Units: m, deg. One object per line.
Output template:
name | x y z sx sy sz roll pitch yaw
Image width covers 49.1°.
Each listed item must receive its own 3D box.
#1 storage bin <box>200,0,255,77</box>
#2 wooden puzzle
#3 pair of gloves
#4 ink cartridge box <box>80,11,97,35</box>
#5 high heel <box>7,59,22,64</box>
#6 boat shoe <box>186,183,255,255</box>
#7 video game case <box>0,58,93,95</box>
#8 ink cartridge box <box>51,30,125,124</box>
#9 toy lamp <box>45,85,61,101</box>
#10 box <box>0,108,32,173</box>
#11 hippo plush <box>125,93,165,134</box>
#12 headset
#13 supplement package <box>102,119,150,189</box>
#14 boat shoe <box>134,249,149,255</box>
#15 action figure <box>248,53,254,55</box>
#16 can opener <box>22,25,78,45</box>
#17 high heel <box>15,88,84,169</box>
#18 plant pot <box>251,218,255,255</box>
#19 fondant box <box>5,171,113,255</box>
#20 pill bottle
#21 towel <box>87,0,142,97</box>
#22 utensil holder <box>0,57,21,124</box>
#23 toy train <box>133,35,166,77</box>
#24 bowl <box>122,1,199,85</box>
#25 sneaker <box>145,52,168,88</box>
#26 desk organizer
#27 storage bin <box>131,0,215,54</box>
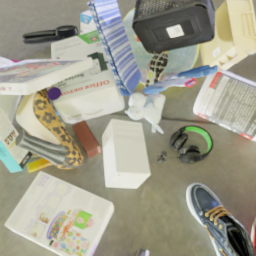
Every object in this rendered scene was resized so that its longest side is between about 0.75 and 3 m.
storage bin | 3.375 -2.981 9.611 0.930 1.985 1.970 -2 79 -14
wooden puzzle | -2.665 0.363 8.913 1.363 0.236 2.020 -11 56 -8
pair of gloves | 1.581 -1.447 8.378 2.225 0.253 1.789 -30 21 -36
ink cartridge box | -1.263 -3.632 10.817 1.046 1.429 0.614 22 43 15
high heel | -4.717 -2.530 10.603 1.758 0.592 0.843 29 67 14
boat shoe | 2.323 2.314 7.082 0.844 1.083 2.387 -19 58 -12
video game case | -2.738 -1.468 7.577 2.546 0.321 2.795 4 26 25
ink cartridge box | -1.419 -1.811 9.579 2.110 1.195 2.878 -15 57 4
toy lamp | -2.628 -1.460 8.851 0.487 0.487 1.672 -30 47 -19
box | -3.430 0.366 7.854 0.427 1.736 0.714 -13 29 18
hippo plush | 0.433 -0.569 8.916 1.112 1.101 1.382 5 92 -26
headset | 1.692 0.536 8.373 1.881 0.884 1.162 -27 62 -16
supplement package | -0.112 0.753 8.037 0.991 0.994 1.695 8 53 -21
boat shoe | -0.425 3.884 6.131 0.797 0.935 2.798 25 63 11
action figure | 4.587 -3.448 11.270 1.198 0.639 1.841 20 64 5
can opener | -3.000 -3.580 10.854 2.158 0.848 0.684 -7 50 -3
high heel | -2.303 -0.090 8.674 1.055 2.107 2.956 -39 40 25
plant pot | 3.880 2.877 6.213 1.933 2.185 2.185 6 56 15
fondant box | -1.735 2.334 7.332 2.256 0.657 1.628 20 58 14
pill bottle | 3.688 -0.600 8.703 2.889 1.645 1.645 28 60 18
towel | -0.249 -2.550 8.647 0.339 2.839 2.056 -11 23 22
utensil holder | -4.338 -1.058 9.039 1.619 1.619 1.905 2 58 1
toy train | 0.794 -2.737 10.206 1.283 0.475 1.708 -5 99 -10
bowl | 1.190 -3.027 9.945 2.870 2.870 1.544 20 34 13
sneaker | 0.934 -1.923 9.873 0.593 0.654 1.541 22 91 2
desk organizer | -1.314 0.343 8.817 0.456 0.425 1.185 -27 60 -14
storage bin | 1.305 -3.063 7.934 2.094 1.416 0.982 -4 62 27
